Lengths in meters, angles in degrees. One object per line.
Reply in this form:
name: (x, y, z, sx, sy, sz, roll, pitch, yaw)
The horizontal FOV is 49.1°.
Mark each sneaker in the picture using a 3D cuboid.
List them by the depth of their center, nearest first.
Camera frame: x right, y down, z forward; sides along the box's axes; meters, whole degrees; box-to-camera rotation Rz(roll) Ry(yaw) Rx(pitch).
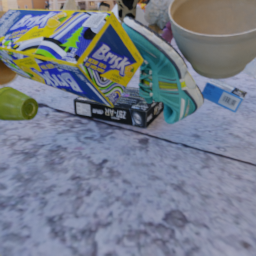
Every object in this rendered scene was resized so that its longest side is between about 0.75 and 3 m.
sneaker: (0.643, -1.009, 5.669, 1.075, 2.700, 1.046, -39, 38, 6)

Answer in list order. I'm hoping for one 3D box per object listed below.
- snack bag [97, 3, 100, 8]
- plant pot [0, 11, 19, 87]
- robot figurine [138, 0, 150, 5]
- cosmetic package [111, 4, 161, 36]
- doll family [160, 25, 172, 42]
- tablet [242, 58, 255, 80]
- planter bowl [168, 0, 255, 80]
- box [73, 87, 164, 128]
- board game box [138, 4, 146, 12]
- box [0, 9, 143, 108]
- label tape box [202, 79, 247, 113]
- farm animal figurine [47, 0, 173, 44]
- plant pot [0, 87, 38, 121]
snack bag: (-0.592, -2.794, 7.969, 0.120, 1.053, 1.117, -26, -14, -8)
plant pot: (-3.783, -2.693, 8.589, 2.073, 2.073, 2.225, 4, 36, 8)
robot figurine: (0.366, -5.676, 12.362, 1.238, 1.708, 0.497, 51, 31, 18)
cosmetic package: (0.277, -2.789, 7.995, 0.916, 0.659, 1.623, 39, 2, 39)
doll family: (1.226, -3.523, 9.612, 1.420, 2.458, 0.964, -12, 37, -45)
tablet: (4.136, -3.085, 8.460, 1.904, 2.926, 0.200, 39, 27, 26)
planter bowl: (1.843, -1.826, 5.571, 1.974, 1.328, 1.974, -7, 50, 8)
box: (-0.224, -0.951, 10.647, 2.914, 0.634, 2.334, 11, 27, 22)
board game box: (0.197, -3.655, 9.534, 0.805, 0.805, 0.805, -44, 45, -17)
box: (-1.209, -1.262, 4.613, 2.860, 1.002, 0.920, 22, 74, 39)
label tape box: (2.704, -0.971, 7.761, 1.020, 0.471, 1.424, 29, 30, 18)
farm animal figurine: (-0.169, -2.289, 6.538, 2.910, 1.463, 2.350, -9, -20, 28)
plant pot: (-2.622, -0.515, 6.673, 0.818, 0.850, 0.850, 12, 28, 26)
